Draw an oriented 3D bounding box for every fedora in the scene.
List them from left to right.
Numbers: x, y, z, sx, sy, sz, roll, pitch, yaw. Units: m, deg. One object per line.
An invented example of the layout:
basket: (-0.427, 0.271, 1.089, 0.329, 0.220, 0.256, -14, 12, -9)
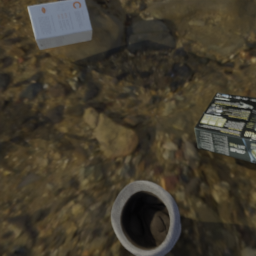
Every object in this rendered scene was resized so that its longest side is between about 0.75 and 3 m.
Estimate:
fedora: (0.589, 2.374, 7.212, 1.982, 0.895, 1.753, 22, 82, 44)

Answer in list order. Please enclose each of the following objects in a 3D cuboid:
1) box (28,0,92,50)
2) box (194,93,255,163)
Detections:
box: (-2.419, -3.748, 10.139, 1.984, 0.967, 1.234, -14, 87, -10)
box: (3.271, -0.040, 8.055, 2.106, 0.907, 1.725, 13, 51, 35)
